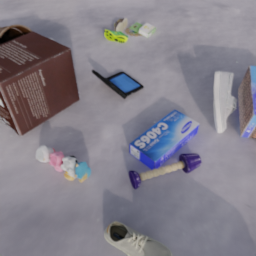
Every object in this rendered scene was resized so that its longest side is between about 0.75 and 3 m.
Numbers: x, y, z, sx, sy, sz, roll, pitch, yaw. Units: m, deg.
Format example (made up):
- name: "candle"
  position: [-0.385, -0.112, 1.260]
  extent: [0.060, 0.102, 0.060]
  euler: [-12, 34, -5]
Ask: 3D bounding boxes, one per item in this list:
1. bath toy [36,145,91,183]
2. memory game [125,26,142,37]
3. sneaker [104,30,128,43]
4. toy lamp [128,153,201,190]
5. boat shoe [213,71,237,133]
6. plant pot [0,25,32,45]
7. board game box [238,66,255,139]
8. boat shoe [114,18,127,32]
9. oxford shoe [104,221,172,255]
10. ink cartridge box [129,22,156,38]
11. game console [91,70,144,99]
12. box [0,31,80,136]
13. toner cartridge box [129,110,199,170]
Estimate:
- name: "bath toy"
  position: [-2.004, 1.055, 8.529]
  extent: [1.790, 0.778, 0.662]
  euler: [21, 15, 24]
- name: "memory game"
  position: [0.421, -5.224, 15.089]
  extent: [1.177, 0.075, 1.177]
  euler: [0, 45, 0]
- name: "sneaker"
  position: [-0.624, -4.693, 14.344]
  extent: [1.360, 0.504, 0.568]
  euler: [24, 40, 13]
- name: "toy lamp"
  position: [1.145, 1.248, 8.365]
  extent: [2.206, 0.642, 0.642]
  euler: [-17, 48, -14]
- name: "boat shoe"
  position: [3.444, -0.934, 9.912]
  extent: [0.794, 0.835, 2.318]
  euler: [0, 66, 15]
- name: "plant pot"
  position: [-5.318, -3.245, 11.820]
  extent: [2.263, 2.286, 2.286]
  euler: [16, 47, 27]
- name: "board game box"
  position: [5.371, -0.746, 9.528]
  extent: [2.765, 1.339, 2.204]
  euler: [8, 57, 7]
- name: "boat shoe"
  position: [-0.478, -5.487, 15.035]
  extent: [0.464, 0.560, 1.558]
  euler: [9, 42, 16]
- name: "oxford shoe"
  position: [0.211, 2.842, 6.865]
  extent: [1.794, 0.518, 0.675]
  euler: [21, 47, 17]
- name: "ink cartridge box"
  position: [0.772, -5.298, 14.865]
  extent: [1.197, 0.287, 0.871]
  euler: [33, 53, 11]
- name: "game console"
  position: [-0.425, -1.954, 11.206]
  extent: [0.940, 1.421, 1.616]
  euler: [-51, 52, 3]
- name: "box"
  position: [-3.587, -1.647, 9.964]
  extent: [2.279, 2.256, 2.747]
  euler: [31, 52, 31]
- name: "toner cartridge box"
  position: [1.228, 0.339, 9.318]
  extent: [1.103, 0.501, 2.321]
  euler: [35, 55, 29]
